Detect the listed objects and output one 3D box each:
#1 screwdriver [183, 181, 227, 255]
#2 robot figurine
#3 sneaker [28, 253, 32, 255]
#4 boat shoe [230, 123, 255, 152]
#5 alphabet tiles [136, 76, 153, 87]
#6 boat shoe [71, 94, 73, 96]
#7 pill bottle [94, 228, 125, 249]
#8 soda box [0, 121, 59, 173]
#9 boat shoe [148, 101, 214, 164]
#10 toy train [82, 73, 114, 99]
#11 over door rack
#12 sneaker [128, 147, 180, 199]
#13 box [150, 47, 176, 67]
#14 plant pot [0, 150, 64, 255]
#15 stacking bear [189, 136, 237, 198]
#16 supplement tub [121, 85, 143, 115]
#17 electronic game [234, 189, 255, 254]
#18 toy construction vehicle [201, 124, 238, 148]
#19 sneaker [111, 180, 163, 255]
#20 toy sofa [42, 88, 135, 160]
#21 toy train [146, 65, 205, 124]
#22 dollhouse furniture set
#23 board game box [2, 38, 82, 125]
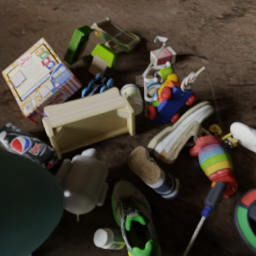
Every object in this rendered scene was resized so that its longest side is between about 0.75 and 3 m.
[{"bbox_3d":[1.769,2.361,6.873,0.368,0.384,2.639,19,53,34],"label":"screwdriver"},{"bbox_3d":[-1.217,1.507,7.617,1.595,1.062,1.881,36,56,-22],"label":"robot figurine"},{"bbox_3d":[-3.009,3.202,6.691,1.330,0.482,0.478,-11,53,-10],"label":"sneaker"},{"bbox_3d":[4.182,0.370,9.014,1.772,0.638,0.607,34,42,29],"label":"boat shoe"},{"bbox_3d":[0.654,-1.852,11.117,0.693,0.031,0.829,2,39,1],"label":"alphabet tiles"},{"bbox_3d":[-2.548,-1.520,10.749,1.017,0.320,0.371,36,58,26],"label":"boat shoe"},{"bbox_3d":[-0.432,2.636,6.663,0.449,0.788,0.449,-15,61,28],"label":"pill bottle"},{"bbox_3d":[-3.135,0.628,8.674,2.058,0.728,0.652,27,56,21],"label":"soda box"},{"bbox_3d":[1.884,0.165,8.976,2.634,0.984,0.901,-37,69,-17],"label":"boat shoe"},{"bbox_3d":[-1.135,-1.246,10.102,0.721,0.950,1.663,27,55,7],"label":"toy train"},{"bbox_3d":[1.140,-1.813,9.996,0.820,1.820,2.463,9,51,11],"label":"over door rack"},{"bbox_3d":[0.753,1.307,8.068,0.715,1.106,2.039,-50,25,3],"label":"sneaker"},{"bbox_3d":[1.471,-2.982,11.856,0.913,0.497,0.584,-19,53,-15],"label":"box"},{"bbox_3d":[-2.595,1.802,6.509,1.807,2.684,2.684,5,39,-43],"label":"plant pot"},{"bbox_3d":[2.593,1.175,8.160,0.951,1.015,1.672,-7,58,-15],"label":"stacking bear"},{"bbox_3d":[0.135,-0.997,10.040,0.704,0.704,0.971,-8,51,-7],"label":"supplement tub"},{"bbox_3d":[3.810,2.503,7.310,2.029,0.422,2.029,0,50,0],"label":"electronic game"},{"bbox_3d":[2.963,0.280,9.206,0.918,0.372,1.055,-22,53,-17],"label":"toy construction vehicle"},{"bbox_3d":[0.205,2.224,6.972,0.993,1.084,2.545,-18,40,-10],"label":"sneaker"},{"bbox_3d":[-1.240,-0.181,9.077,2.783,1.152,1.358,-18,49,-14],"label":"toy sofa"},{"bbox_3d":[1.474,-1.475,9.087,1.139,2.691,1.557,6,51,-26],"label":"toy train"},{"bbox_3d":[-1.021,-3.418,12.141,1.960,1.501,2.991,35,37,1],"label":"dollhouse furniture set"},{"bbox_3d":[-3.206,-1.782,10.162,2.120,0.648,2.799,-40,56,1],"label":"board game box"}]
